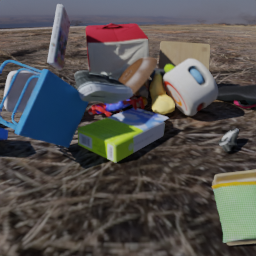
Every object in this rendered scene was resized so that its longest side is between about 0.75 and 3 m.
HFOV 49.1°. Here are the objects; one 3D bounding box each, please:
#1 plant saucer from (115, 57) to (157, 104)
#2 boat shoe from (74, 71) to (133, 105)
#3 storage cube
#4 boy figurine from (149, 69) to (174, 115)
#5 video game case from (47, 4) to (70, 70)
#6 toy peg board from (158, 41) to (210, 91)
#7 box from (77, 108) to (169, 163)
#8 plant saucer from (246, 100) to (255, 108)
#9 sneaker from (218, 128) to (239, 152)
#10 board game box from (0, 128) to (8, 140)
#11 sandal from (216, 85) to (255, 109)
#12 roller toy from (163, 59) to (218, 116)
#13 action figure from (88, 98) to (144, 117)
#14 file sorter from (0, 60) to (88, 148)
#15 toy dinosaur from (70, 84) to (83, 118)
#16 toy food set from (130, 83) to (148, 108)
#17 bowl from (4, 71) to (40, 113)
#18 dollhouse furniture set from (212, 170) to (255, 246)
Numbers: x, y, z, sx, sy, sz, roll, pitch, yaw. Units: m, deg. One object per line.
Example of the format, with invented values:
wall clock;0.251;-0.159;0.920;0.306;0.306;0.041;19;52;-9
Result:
plant saucer;0.093;-1.659;9.346;0.377;2.062;2.062;41;21;-20
boat shoe;-0.551;-1.110;7.313;0.779;0.766;2.161;-24;-10;24
storage cube;-0.471;-2.677;11.195;2.225;2.603;2.340;-5;32;-7
boy figurine;1.091;-1.259;9.554;0.724;1.397;2.247;-8;35;4
video game case;-2.286;-2.920;9.357;0.230;1.768;1.943;11;5;-7
toy peg board;2.251;-2.460;11.740;1.976;1.984;0.970;5;4;3
box;-0.069;0.082;7.534;1.366;0.534;2.241;20;30;36
plant saucer;5.855;-1.131;10.319;2.776;0.499;2.776;0;25;0
sneaker;2.636;0.337;7.178;0.312;0.425;0.939;-26;5;47
board game box;-3.721;0.098;6.741;0.963;0.285;1.266;-4;-11;14
sandal;4.225;-1.099;10.011;1.049;0.629;2.792;-30;19;-19
roller toy;2.019;-1.296;8.947;1.220;1.746;1.593;-34;32;-3
action figure;-0.495;-0.612;8.814;2.003;0.518;0.655;-1;13;35
file sorter;-2.071;-0.513;6.556;1.231;1.392;2.006;21;-4;19
toy dinosaur;-2.173;-0.924;8.761;1.471;1.107;2.168;-3;61;-7
toy food set;0.426;-1.169;10.046;0.700;0.659;1.465;-29;44;17
bowl;-3.433;-1.234;9.235;0.515;1.378;1.380;30;22;33
dollhouse furniture set;2.229;1.039;4.238;1.708;0.857;1.119;-8;54;6
